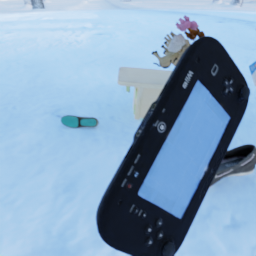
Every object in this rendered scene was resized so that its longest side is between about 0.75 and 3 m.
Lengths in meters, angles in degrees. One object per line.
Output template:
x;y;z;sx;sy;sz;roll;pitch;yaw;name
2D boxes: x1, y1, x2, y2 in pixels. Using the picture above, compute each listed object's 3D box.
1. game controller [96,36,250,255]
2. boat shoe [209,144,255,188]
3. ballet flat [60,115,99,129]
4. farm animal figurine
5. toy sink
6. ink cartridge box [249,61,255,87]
0.728;0.292;3.760;0.627;1.553;2.978;17;73;45;game controller
2.325;1.000;7.498;2.647;0.754;0.885;-12;31;-20;boat shoe
-1.727;-0.202;10.124;1.380;0.465;0.440;4;2;6;ballet flat
1.285;-1.844;6.508;0.764;1.227;1.519;49;28;5;farm animal figurine
0.909;-1.294;10.879;2.709;1.518;1.766;5;29;-2;toy sink
4.301;-1.769;7.965;0.606;1.440;1.041;32;42;-21;ink cartridge box
